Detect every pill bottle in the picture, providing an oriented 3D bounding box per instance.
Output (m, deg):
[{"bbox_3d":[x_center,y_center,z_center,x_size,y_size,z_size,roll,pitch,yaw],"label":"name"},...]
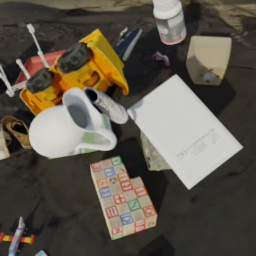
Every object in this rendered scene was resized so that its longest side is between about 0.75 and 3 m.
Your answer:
[{"bbox_3d":[1.754,-4.713,11.954,1.167,2.050,1.167,-10,55,15],"label":"pill bottle"}]

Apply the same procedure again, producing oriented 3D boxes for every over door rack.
[{"bbox_3d":[-4.105,-2.629,10.524,1.822,0.822,2.466,-24,80,-6],"label":"over door rack"}]

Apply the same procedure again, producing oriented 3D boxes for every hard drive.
[{"bbox_3d":[1.539,0.044,7.967,1.843,0.354,2.793,-37,73,-4],"label":"hard drive"}]

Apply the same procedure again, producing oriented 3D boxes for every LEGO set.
[{"bbox_3d":[-3.266,3.556,7.762,1.558,0.512,2.085,-32,54,-32],"label":"LEGO set"}]

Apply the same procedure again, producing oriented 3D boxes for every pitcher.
[{"bbox_3d":[-1.404,0.150,6.917,1.736,2.024,1.227,46,43,-17],"label":"pitcher"}]

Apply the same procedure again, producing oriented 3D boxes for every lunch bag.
[{"bbox_3d":[1.445,0.680,10.018,1.740,1.247,2.121,-5,41,-5],"label":"lunch bag"}]

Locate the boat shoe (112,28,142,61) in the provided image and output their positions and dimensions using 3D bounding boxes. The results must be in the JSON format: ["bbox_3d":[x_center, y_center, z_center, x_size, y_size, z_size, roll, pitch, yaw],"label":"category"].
[{"bbox_3d":[-0.062,-3.844,12.393,0.782,0.946,2.528,28,49,-7],"label":"boat shoe"}]

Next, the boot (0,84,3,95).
[{"bbox_3d":[-7.131,-2.222,12.212,2.839,2.123,1.068,-19,49,-17],"label":"boot"}]

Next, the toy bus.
[{"bbox_3d":[-1.580,-1.715,8.805,2.887,1.959,2.771,-27,36,19],"label":"toy bus"}]

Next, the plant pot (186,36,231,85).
[{"bbox_3d":[3.840,-3.073,13.393,1.844,1.846,1.634,4,56,4],"label":"plant pot"}]

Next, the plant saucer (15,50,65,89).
[{"bbox_3d":[-4.009,-2.792,13.646,2.445,0.450,2.449,-9,46,11],"label":"plant saucer"}]

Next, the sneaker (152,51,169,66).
[{"bbox_3d":[1.756,-3.555,14.714,0.462,0.499,1.239,-32,45,-9],"label":"sneaker"}]

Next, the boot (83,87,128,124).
[{"bbox_3d":[-0.603,-0.564,6.960,1.281,0.612,0.471,38,100,26],"label":"boot"}]

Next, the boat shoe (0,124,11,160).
[{"bbox_3d":[-4.772,0.507,10.671,0.611,0.652,1.767,-5,47,-19],"label":"boat shoe"}]

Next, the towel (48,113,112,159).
[{"bbox_3d":[-1.907,0.301,11.068,2.555,0.392,1.906,-11,45,-7],"label":"towel"}]

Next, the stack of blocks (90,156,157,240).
[{"bbox_3d":[-0.219,2.105,8.980,1.408,0.716,2.446,-14,47,-14],"label":"stack of blocks"}]

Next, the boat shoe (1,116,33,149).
[{"bbox_3d":[-4.355,-0.031,11.071,2.081,0.707,0.749,32,54,27],"label":"boat shoe"}]
